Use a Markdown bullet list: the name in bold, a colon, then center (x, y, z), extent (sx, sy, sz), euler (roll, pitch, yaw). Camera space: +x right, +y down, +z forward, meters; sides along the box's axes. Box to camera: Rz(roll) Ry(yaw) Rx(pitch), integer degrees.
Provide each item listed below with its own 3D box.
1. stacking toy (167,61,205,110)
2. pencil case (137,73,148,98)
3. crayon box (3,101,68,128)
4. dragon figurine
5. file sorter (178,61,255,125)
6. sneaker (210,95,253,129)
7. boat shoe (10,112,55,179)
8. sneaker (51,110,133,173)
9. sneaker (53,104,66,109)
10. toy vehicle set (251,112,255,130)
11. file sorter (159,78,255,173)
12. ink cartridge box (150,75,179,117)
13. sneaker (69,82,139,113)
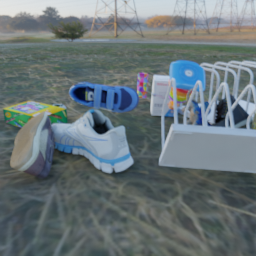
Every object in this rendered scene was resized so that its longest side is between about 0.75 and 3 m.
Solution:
- **stacking toy**: center (1.623, -1.130, 8.767), extent (1.056, 1.819, 0.998), euler (8, 60, -3)
- **pencil case**: center (0.573, -1.741, 11.636), extent (0.483, 1.092, 0.483), euler (6, 11, -1)
- **crayon box**: center (-3.089, -0.401, 9.330), extent (1.861, 0.542, 1.105), euler (13, 25, 30)
- **dragon figurine**: center (2.036, -0.507, 8.159), extent (0.889, 1.788, 0.526), euler (-35, 32, -28)
- **file sorter**: center (3.586, -1.329, 9.981), extent (2.958, 1.842, 2.053), euler (-9, 23, -23)
- **sneaker**: center (2.702, -0.292, 8.127), extent (1.940, 0.725, 1.030), euler (-16, 69, -38)
- **boat shoe**: center (-2.212, 0.389, 6.878), extent (0.903, 0.814, 2.511), euler (-37, 26, 5)
- **sneaker**: center (-1.038, 0.075, 7.158), extent (2.892, 1.253, 1.084), euler (15, 27, 37)
- **sneaker**: center (-2.558, -0.708, 9.821), extent (0.782, 0.277, 0.286), euler (-8, 37, 19)
- **toy vehicle set**: center (3.699, -0.012, 7.999), extent (0.103, 0.774, 0.481), euler (-1, 21, -2)
- **file sorter**: center (1.918, -0.052, 5.993), extent (2.291, 1.590, 1.427), euler (5, 60, -1)
- **ink cartridge box**: center (1.349, -1.181, 10.247), extent (0.961, 1.305, 0.944), euler (4, 21, 1)
- **sneaker**: center (-0.624, -0.737, 6.828), extent (1.788, 0.661, 0.735), euler (9, 9, 20)
